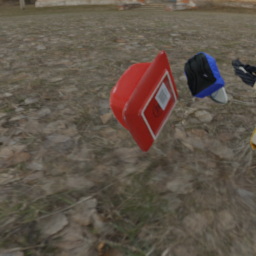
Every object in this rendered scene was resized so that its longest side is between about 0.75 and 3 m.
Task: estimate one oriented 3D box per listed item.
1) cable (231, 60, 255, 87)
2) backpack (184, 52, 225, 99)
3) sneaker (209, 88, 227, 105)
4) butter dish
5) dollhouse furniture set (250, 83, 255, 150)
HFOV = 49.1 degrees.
[{"bbox_3d":[4.866,-1.713,10.295,2.278,0.579,1.859,25,28,-19],"label":"cable"},{"bbox_3d":[2.269,-1.586,8.472,0.995,0.964,1.186,4,62,-49],"label":"backpack"},{"bbox_3d":[3.541,-1.493,11.077,0.762,0.652,1.749,20,34,-25],"label":"sneaker"},{"bbox_3d":[0.230,-0.805,7.847,1.630,2.205,2.199,21,70,31],"label":"butter dish"},{"bbox_3d":[4.217,-0.803,8.710,1.138,2.948,1.474,28,8,27],"label":"dollhouse furniture set"}]
